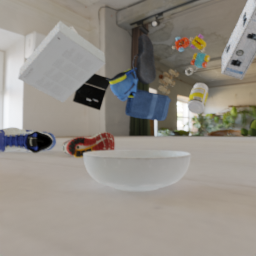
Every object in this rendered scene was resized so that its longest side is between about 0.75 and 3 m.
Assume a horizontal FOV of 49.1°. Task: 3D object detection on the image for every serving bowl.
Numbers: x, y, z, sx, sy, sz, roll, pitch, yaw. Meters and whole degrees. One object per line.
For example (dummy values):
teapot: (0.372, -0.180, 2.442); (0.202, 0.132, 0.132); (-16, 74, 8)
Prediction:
serving bowl: (0.109, 0.547, 3.667); (1.389, 0.457, 1.389); (1, -1, 0)

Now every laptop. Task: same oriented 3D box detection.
laptop: (-1.644, -1.738, 12.947); (1.338, 1.510, 0.780); (18, 8, 3)

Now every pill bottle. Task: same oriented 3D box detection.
pill bottle: (3.330, -1.423, 13.316); (0.816, 1.427, 0.816); (16, -38, 13)

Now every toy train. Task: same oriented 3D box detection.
toy train: (2.517, -2.915, 10.969); (1.264, 1.683, 0.468); (-25, -17, 31)

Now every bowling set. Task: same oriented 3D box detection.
bowling set: (1.380, -1.706, 9.878); (0.473, 0.882, 0.614); (24, 24, -24)

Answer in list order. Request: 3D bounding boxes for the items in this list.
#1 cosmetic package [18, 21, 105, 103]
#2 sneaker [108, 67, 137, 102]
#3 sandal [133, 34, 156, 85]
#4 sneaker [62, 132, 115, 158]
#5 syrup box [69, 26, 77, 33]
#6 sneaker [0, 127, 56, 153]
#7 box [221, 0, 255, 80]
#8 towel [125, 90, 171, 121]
cosmetic package: (-2.135, -1.981, 8.945); (2.291, 0.592, 1.727); (-35, -44, 30)
sneaker: (-0.036, -1.693, 10.841); (0.825, 0.981, 2.503); (-18, 17, 22)
sandal: (0.569, -2.441, 10.297); (0.540, 2.523, 0.960); (-24, -50, 29)
sneaker: (-1.171, 0.493, 8.568); (1.848, 0.719, 0.759); (1, -2, -42)
syrup box: (-1.964, -2.845, 9.568); (0.524, 1.286, 0.506); (-22, -40, 12)
sneaker: (-3.697, 0.414, 9.960); (2.269, 0.917, 1.311); (2, -3, -17)
box: (3.103, -2.391, 7.296); (0.582, 1.937, 1.130); (17, 43, 3)
towel: (0.841, -0.947, 11.928); (2.067, 1.154, 0.502); (6, 12, -34)
